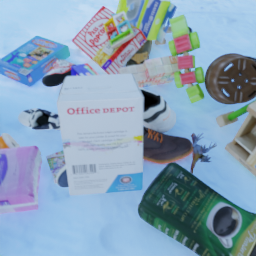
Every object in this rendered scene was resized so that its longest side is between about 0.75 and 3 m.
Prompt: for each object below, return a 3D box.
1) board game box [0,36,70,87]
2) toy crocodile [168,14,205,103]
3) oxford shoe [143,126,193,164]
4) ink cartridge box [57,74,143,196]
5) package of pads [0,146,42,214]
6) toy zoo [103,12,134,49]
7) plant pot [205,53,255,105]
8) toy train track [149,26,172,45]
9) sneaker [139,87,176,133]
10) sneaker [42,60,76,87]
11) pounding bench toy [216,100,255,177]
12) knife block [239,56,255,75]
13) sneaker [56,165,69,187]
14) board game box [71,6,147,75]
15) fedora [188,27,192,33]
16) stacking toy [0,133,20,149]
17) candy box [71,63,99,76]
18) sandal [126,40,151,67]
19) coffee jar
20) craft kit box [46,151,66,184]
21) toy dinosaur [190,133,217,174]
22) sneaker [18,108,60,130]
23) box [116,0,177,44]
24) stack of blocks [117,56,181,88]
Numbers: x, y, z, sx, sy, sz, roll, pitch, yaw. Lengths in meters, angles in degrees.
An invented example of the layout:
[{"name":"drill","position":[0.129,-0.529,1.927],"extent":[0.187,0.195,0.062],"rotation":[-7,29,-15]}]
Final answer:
[{"name":"board game box","position":[-3.506,-2.549,10.401],"extent":[1.656,0.490,2.177],"rotation":[24,54,23]},{"name":"toy crocodile","position":[1.763,-2.069,8.520],"extent":[0.898,2.660,0.821],"rotation":[-9,7,22]},{"name":"oxford shoe","position":[0.658,0.415,7.544],"extent":[2.268,0.823,0.807],"rotation":[-1,47,-1]},{"name":"ink cartridge box","position":[-0.526,0.081,5.852],"extent":[1.516,2.067,1.509],"rotation":[-3,27,-5]},{"name":"package of pads","position":[-3.344,1.282,6.696],"extent":[2.445,0.925,1.473],"rotation":[-5,48,-4]},{"name":"toy zoo","position":[-0.369,-3.471,9.747],"extent":[0.884,0.138,1.347],"rotation":[-27,63,16]},{"name":"plant pot","position":[2.947,-1.309,7.717],"extent":[1.523,1.523,1.508],"rotation":[10,14,9]},{"name":"toy train track","position":[0.932,-4.323,12.046],"extent":[1.691,0.480,2.948],"rotation":[-10,51,-12]},{"name":"sneaker","position":[0.025,-0.860,8.211],"extent":[2.915,1.166,1.075],"rotation":[19,70,32]},{"name":"sneaker","position":[-2.518,-1.936,9.804],"extent":[0.803,0.500,1.498],"rotation":[33,49,31]},{"name":"pounding bench toy","position":[3.474,-0.129,7.236],"extent":[1.445,1.815,2.326],"rotation":[-25,54,-27]},{"name":"knife block","position":[4.917,-2.118,10.004],"extent":[1.798,0.575,1.578],"rotation":[-16,51,-13]},{"name":"sneaker","position":[-0.758,1.167,6.892],"extent":[1.961,0.735,0.828],"rotation":[-16,40,-14]},{"name":"board game box","position":[-0.769,-3.271,10.485],"extent":[1.866,0.570,2.464],"rotation":[-47,57,3]},{"name":"fedora","position":[2.410,-3.994,11.795],"extent":[1.002,0.458,1.002],"rotation":[0,48,0]},{"name":"stacking toy","position":[-3.464,0.695,7.490],"extent":[1.023,0.747,0.747],"rotation":[-38,56,-8]},{"name":"candy box","position":[-1.140,-0.909,8.235],"extent":[0.588,1.528,1.292],"rotation":[-22,52,-29]},{"name":"sandal","position":[0.420,-2.667,10.396],"extent":[0.910,0.612,2.265],"rotation":[7,58,7]},{"name":"coffee jar","position":[1.670,2.009,5.843],"extent":[2.766,1.180,1.442],"rotation":[32,58,25]},{"name":"craft kit box","position":[-1.663,0.970,7.484],"extent":[0.864,0.210,0.853],"rotation":[-19,53,-16]},{"name":"toy dinosaur","position":[1.682,0.502,6.995],"extent":[1.118,0.587,1.014],"rotation":[-34,14,-7]},{"name":"sneaker","position":[-2.624,-0.279,7.936],"extent":[1.560,1.015,0.623],"rotation":[15,87,15]},{"name":"box","position":[0.600,-4.554,10.828],"extent":[0.600,1.536,2.520],"rotation":[-15,52,-38]},{"name":"stack of blocks","position":[0.639,-1.787,9.269],"extent":[1.897,1.092,0.556],"rotation":[-12,81,-11]}]
